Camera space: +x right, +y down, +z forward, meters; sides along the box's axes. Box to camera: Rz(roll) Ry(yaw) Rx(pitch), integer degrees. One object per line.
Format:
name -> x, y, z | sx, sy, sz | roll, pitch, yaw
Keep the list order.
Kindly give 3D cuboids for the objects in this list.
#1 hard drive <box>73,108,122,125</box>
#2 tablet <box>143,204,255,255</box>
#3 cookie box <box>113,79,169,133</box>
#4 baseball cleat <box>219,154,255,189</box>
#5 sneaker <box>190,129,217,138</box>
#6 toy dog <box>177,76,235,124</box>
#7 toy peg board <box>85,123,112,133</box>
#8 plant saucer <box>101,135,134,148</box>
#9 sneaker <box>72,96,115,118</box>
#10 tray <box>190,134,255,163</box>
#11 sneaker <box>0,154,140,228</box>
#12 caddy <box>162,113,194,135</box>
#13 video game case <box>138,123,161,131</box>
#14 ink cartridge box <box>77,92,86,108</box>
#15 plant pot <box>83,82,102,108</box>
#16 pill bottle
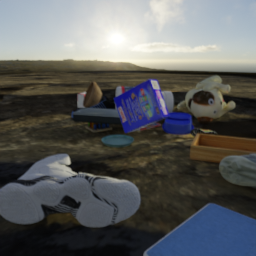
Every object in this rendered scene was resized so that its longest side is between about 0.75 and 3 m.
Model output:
hard drive -> -0.928, -0.514, 12.137 | 2.541, 0.418, 1.773 | 3, 12, 5
tablet -> 1.603, 2.118, 5.098 | 1.570, 0.165, 2.413 | 14, 20, 42
cookie box -> 0.351, -0.590, 7.871 | 1.310, 1.120, 0.492 | -23, -9, 33
baseball cleat -> 3.770, 1.174, 6.854 | 1.592, 1.043, 2.992 | -10, 19, -32
sneaker -> 3.084, 0.264, 11.417 | 1.070, 0.418, 0.483 | 11, 10, 18
toy dog -> 3.933, -1.401, 14.369 | 2.868, 2.064, 2.958 | -4, 16, 11
toy peg board -> -1.360, -0.188, 12.783 | 0.951, 0.465, 0.947 | -9, 18, -29
plant saucer -> -0.404, 0.521, 10.803 | 1.246, 0.171, 1.246 | 0, 15, 0
sneaker -> -1.676, -1.105, 14.887 | 2.796, 1.089, 0.981 | -9, 19, -30
tray -> 3.670, 0.774, 9.231 | 2.985, 0.553, 1.472 | 5, 17, 21
sneaker -> -1.204, 1.273, 6.302 | 2.973, 1.117, 1.709 | -2, 18, 4
caddy -> 2.167, -0.127, 12.189 | 1.361, 0.714, 0.962 | 5, 39, 14
video game case -> 0.773, -0.118, 13.123 | 1.237, 0.108, 0.885 | -13, 20, -31
ink cartridge box -> -1.995, -1.290, 12.894 | 0.358, 0.634, 0.865 | 5, 15, 16
plant pot -> -1.144, -1.041, 9.250 | 0.409, 0.886, 0.886 | 20, 7, -23
pill bottle -> 0.786, -1.247, 14.269 | 2.783, 1.664, 1.664 | 0, 15, -7
